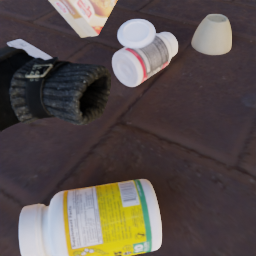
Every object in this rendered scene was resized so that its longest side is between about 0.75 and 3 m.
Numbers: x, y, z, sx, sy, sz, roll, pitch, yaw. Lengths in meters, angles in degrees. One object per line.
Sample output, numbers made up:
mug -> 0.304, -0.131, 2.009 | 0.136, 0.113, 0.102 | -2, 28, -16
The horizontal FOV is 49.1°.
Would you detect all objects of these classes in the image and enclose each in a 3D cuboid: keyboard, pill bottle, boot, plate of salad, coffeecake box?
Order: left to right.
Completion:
boot -> -1.825, -0.314, 4.827 | 2.296, 1.156, 3.072 | 18, 53, 14
keyboard -> -4.074, -3.188, 11.562 | 2.354, 0.126, 0.663 | 33, 54, 28
coffeecake box -> -1.255, -4.312, 8.760 | 0.826, 1.735, 2.260 | 8, 66, 39
pill bottle -> -0.735, 1.922, 5.637 | 2.571, 1.450, 1.450 | -7, 46, -8
plate of salad -> 0.184, -2.052, 6.163 | 0.831, 0.200, 0.831 | -2, 65, 5
pill bottle -> 0.697, -2.580, 10.110 | 1.335, 1.335, 2.412 | 34, 55, 29

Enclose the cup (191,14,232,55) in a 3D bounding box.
cup -> 3.550, -3.963, 11.581 | 1.655, 1.184, 1.655 | 0, 46, 0
